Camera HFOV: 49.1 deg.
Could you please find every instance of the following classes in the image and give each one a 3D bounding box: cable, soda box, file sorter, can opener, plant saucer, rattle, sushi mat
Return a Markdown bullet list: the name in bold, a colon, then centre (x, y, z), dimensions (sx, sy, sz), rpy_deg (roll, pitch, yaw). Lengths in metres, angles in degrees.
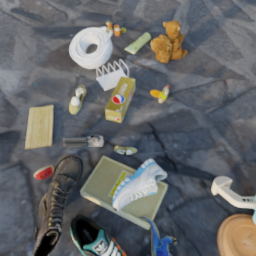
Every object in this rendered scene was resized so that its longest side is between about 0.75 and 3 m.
- **cable**: centre (-1.649, -3.569, 12.505), dimensions (1.892, 0.655, 1.891), rpy_deg (11, 79, 18)
- **soda box**: centre (-0.303, -1.242, 11.953), dimensions (0.704, 0.666, 2.080), rpy_deg (13, 53, 10)
- **file sorter**: centre (-0.703, -2.463, 12.823), dimensions (1.298, 0.808, 0.901), rpy_deg (-24, 56, -18)
- **can opener**: centre (-1.703, 0.495, 10.865), dimensions (1.546, 0.412, 0.517), rpy_deg (0, 19, 0)
- **plant saucer**: centre (3.661, 3.507, 8.495), dimensions (1.836, 0.296, 1.836), rpy_deg (0, 52, -1)
- **rattle**: centre (1.380, -1.618, 12.197), dimensions (0.754, 0.687, 1.055), rpy_deg (15, 52, 3)
- **sushi mat**: centre (-3.577, -0.067, 11.378), dimensions (1.023, 0.129, 2.139), rpy_deg (-5, 53, -5)

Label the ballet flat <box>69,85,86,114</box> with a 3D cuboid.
- **ballet flat**: centre (-2.196, -1.269, 12.090), dimensions (0.529, 0.529, 1.497), rpy_deg (11, 53, 8)

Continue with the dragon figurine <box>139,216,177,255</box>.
- **dragon figurine**: centre (0.856, 3.793, 7.783), dimensions (1.383, 0.819, 2.782), rpy_deg (-24, 66, -30)

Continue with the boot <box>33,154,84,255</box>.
- **boot**: centre (-1.949, 2.226, 7.948), dimensions (0.900, 2.599, 2.262), rpy_deg (23, 12, -17)

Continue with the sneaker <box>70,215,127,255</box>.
- **sneaker**: centre (-0.676, 3.593, 7.853), dimensions (2.851, 1.139, 1.018), rpy_deg (37, 63, 23)

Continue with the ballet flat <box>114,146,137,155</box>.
- **ballet flat**: centre (-0.103, 0.877, 10.533), dimensions (0.870, 0.308, 0.308), rpy_deg (8, 52, 12)

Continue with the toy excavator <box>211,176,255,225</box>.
- **toy excavator**: centre (3.995, 2.355, 8.488), dimensions (2.351, 1.174, 2.286), rpy_deg (2, 33, -8)

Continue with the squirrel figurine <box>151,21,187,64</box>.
- **squirrel figurine**: centre (1.988, -4.163, 13.524), dimensions (1.344, 1.773, 1.900), rpy_deg (35, 60, 24)

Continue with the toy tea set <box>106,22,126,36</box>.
- **toy tea set**: centre (-0.758, -5.537, 15.428), dimensions (1.259, 0.466, 0.749), rpy_deg (28, 57, 20)

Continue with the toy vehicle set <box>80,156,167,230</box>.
- **toy vehicle set**: centre (-0.133, 2.119, 9.537), dimensions (2.567, 0.340, 1.595), rpy_deg (22, 55, 17)

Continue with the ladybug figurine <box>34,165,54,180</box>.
- **ladybug figurine**: centre (-2.928, 1.587, 9.826), dimensions (0.784, 0.532, 0.282), rpy_deg (-24, 64, -40)

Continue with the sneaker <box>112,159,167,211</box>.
- **sneaker**: centre (0.413, 1.917, 8.932), dimensions (0.931, 0.805, 2.148), rpy_deg (33, 61, 31)

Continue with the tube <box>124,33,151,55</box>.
- **tube**: centre (0.557, -4.388, 14.609), dimensions (1.584, 0.411, 0.460), rpy_deg (-45, 26, -24)
